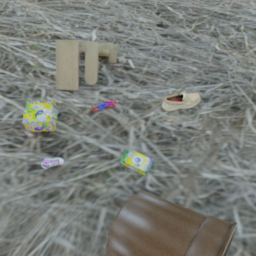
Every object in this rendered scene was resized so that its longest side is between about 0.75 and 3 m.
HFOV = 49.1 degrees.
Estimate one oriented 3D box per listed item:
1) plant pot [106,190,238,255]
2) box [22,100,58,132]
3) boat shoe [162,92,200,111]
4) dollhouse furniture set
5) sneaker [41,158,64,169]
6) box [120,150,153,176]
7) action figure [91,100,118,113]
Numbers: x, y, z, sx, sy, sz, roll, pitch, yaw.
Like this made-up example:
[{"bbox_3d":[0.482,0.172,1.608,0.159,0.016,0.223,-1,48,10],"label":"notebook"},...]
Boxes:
[{"bbox_3d":[1.015,2.975,7.039,2.569,2.595,2.595,23,52,28],"label":"plant pot"},{"bbox_3d":[-3.433,-0.477,11.020,1.122,0.684,1.080,-2,57,-1],"label":"box"},{"bbox_3d":[2.287,-1.192,11.806,1.765,0.610,0.651,-17,51,-15],"label":"boat shoe"},{"bbox_3d":[-1.841,-2.989,13.489,2.499,2.141,2.628,4,14,3],"label":"dollhouse furniture set"},{"bbox_3d":[-2.650,1.279,9.783,0.773,0.280,0.440,-5,23,9],"label":"sneaker"},{"bbox_3d":[0.283,1.191,9.958,1.071,0.259,0.629,21,52,20],"label":"box"},{"bbox_3d":[-0.953,-0.966,11.851,1.151,0.297,0.377,-18,49,-19],"label":"action figure"}]
